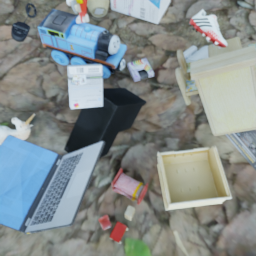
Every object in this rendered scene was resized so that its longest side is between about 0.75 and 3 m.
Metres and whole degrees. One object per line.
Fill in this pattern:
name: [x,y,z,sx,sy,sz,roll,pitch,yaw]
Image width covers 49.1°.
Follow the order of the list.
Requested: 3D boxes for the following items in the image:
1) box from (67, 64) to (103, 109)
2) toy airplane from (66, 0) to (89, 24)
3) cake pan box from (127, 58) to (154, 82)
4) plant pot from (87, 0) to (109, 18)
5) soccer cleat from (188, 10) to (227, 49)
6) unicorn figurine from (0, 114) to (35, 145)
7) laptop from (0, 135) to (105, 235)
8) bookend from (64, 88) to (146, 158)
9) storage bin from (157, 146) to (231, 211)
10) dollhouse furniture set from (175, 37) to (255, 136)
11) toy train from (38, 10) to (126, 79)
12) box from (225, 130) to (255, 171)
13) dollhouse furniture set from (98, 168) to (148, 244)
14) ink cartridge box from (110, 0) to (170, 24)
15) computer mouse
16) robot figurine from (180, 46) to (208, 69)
box: [-0.927,-0.900,6.116,0.729,0.935,0.193,-7,24,-17]
toy airplane: [-1.473,-3.622,8.321,0.720,1.020,1.016,9,71,-6]
cake pan box: [0.434,-2.010,9.776,0.725,0.206,0.788,-17,62,-7]
plant pot: [-1.239,-5.117,11.035,1.261,1.261,1.347,-8,74,-4]
soccer cleat: [1.586,-1.901,5.347,0.435,0.350,1.021,-47,52,16]
unicorn figurine: [-3.944,0.298,8.208,1.619,0.870,2.357,30,79,5]
laptop: [-1.680,0.816,5.087,1.917,1.111,1.795,-21,34,32]
bookend: [-0.609,-0.107,8.164,0.906,1.954,1.966,34,22,18]
storage bin: [1.690,1.315,7.600,1.600,0.750,1.589,-6,62,-3]
dollhouse furniture set: [2.047,-1.325,5.862,2.131,1.615,2.432,-12,43,23]
toy train: [-1.486,-2.745,9.330,2.937,1.678,1.273,20,63,11]
box: [3.571,0.285,7.615,0.528,1.729,2.184,-28,64,-12]
dollhouse furniture set: [-0.207,2.010,7.258,0.873,0.660,1.622,25,64,13]
ink cartridge box: [0.516,-5.369,10.889,2.067,1.517,1.510,22,63,11]
computer mouse: [-3.018,-3.058,8.163,0.457,0.265,1.559,19,57,-15]
robot figurine: [2.436,-1.937,9.217,1.925,1.087,1.632,-40,84,-20]
